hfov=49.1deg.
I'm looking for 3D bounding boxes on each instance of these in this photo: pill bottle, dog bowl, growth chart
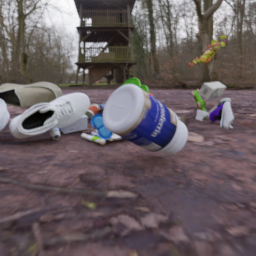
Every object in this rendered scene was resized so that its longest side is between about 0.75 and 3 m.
[{"bbox_3d":[0.430,-0.086,5.980,1.806,1.045,1.045,28,-11,-41],"label":"pill bottle"},{"bbox_3d":[-0.715,-0.041,7.678,0.424,0.761,0.189,-31,13,2],"label":"dog bowl"},{"bbox_3d":[-0.280,0.071,8.824,2.378,0.211,1.721,-18,15,-34],"label":"growth chart"}]

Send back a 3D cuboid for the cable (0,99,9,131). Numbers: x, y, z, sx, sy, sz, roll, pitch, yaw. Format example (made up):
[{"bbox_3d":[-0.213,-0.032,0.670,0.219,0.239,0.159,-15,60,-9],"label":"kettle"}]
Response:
[{"bbox_3d":[-4.204,-0.180,7.914,1.661,0.575,1.661,-19,38,-5],"label":"cable"}]

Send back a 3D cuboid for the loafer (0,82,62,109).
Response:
[{"bbox_3d":[-3.464,-1.050,9.686,2.343,0.886,0.800,-1,31,7],"label":"loafer"}]

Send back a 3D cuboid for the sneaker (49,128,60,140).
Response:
[{"bbox_3d":[-2.229,0.218,8.515,0.305,0.295,0.834,-8,-9,-13],"label":"sneaker"}]

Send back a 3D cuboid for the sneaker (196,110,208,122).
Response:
[{"bbox_3d":[3.210,-0.495,12.160,0.823,0.475,0.303,3,15,-41],"label":"sneaker"}]

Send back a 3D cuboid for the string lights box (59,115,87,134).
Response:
[{"bbox_3d":[-2.285,-0.445,10.130,0.897,0.515,1.746,-13,33,-35],"label":"string lights box"}]

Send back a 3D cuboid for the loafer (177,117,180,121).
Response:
[{"bbox_3d":[1.614,-0.248,10.601,0.381,0.381,1.091,21,-8,-28],"label":"loafer"}]

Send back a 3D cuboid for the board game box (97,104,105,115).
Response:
[{"bbox_3d":[-1.407,-0.814,12.855,1.163,0.359,1.163,-20,-8,23],"label":"board game box"}]

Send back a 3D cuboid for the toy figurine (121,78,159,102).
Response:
[{"bbox_3d":[0.690,-0.796,10.077,1.721,1.404,1.870,27,-11,-33],"label":"toy figurine"}]

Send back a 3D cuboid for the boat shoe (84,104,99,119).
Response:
[{"bbox_3d":[-1.802,-0.676,11.946,1.587,0.565,0.496,-9,41,53],"label":"boat shoe"}]

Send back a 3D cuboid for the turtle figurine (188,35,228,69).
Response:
[{"bbox_3d":[3.075,-2.791,10.254,1.455,0.581,1.804,-45,1,-24],"label":"turtle figurine"}]

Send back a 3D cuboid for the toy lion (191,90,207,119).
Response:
[{"bbox_3d":[3.347,-1.031,12.974,0.397,1.110,1.158,-22,50,4],"label":"toy lion"}]

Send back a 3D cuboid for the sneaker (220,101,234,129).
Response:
[{"bbox_3d":[3.376,-0.423,9.430,0.375,0.932,0.356,8,6,41],"label":"sneaker"}]

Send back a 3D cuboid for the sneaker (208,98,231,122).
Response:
[{"bbox_3d":[3.707,-0.512,11.347,0.509,0.728,1.463,3,-31,-9],"label":"sneaker"}]

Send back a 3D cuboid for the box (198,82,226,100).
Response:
[{"bbox_3d":[3.645,-1.615,12.111,1.386,0.570,0.474,-15,47,-45],"label":"box"}]

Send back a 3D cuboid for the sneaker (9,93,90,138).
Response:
[{"bbox_3d":[-2.057,-0.392,8.191,2.603,0.959,1.504,-29,11,-27],"label":"sneaker"}]
